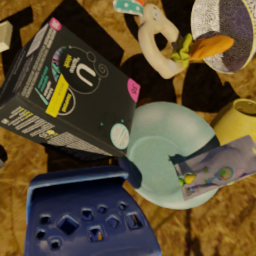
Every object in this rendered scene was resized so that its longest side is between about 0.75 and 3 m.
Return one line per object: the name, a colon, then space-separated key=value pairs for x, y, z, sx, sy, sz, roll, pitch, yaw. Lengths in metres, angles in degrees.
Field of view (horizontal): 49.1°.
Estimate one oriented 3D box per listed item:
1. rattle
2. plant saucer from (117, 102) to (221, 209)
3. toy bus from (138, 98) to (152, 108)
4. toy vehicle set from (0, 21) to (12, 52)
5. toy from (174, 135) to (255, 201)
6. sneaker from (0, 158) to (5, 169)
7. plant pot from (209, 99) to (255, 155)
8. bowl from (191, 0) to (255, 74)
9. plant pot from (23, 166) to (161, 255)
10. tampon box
rattle: x=1.105 y=-2.945 z=7.627 sx=1.856 sy=2.037 sz=2.852 roll=-31 pitch=99 yaw=-27
plant saucer: x=0.844 y=0.851 z=7.048 sx=2.968 sy=0.571 sz=2.968 roll=9 pitch=111 yaw=26
toy bus: x=0.731 y=0.213 z=9.456 sx=0.914 sy=0.760 sz=2.334 roll=-16 pitch=77 yaw=-3
toy vehicle set: x=-4.062 y=-2.349 z=7.924 sx=1.622 sy=0.215 sz=1.008 roll=-18 pitch=53 yaw=13
toy: x=1.897 y=0.894 z=5.821 sx=1.739 sy=0.411 sz=1.001 roll=-23 pitch=36 yaw=12
sneaker: x=-5.040 y=0.967 z=9.369 sx=1.862 sy=0.696 sz=0.989 roll=42 pitch=73 yaw=2
plant pot: x=3.126 y=-0.061 z=7.726 sx=1.756 sy=1.246 sz=1.756 roll=4 pitch=39 yaw=-3
bowl: x=2.758 y=-2.640 z=7.307 sx=1.052 sy=2.242 sz=2.242 roll=-25 pitch=77 yaw=-17
plant pot: x=-1.060 y=2.287 z=6.221 sx=2.521 sy=2.522 sz=2.267 roll=-3 pitch=54 yaw=-23
tampon box: x=-1.407 y=-0.659 z=6.863 sx=2.842 sy=1.794 sz=2.130 roll=32 pitch=57 yaw=-34
